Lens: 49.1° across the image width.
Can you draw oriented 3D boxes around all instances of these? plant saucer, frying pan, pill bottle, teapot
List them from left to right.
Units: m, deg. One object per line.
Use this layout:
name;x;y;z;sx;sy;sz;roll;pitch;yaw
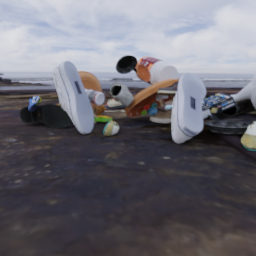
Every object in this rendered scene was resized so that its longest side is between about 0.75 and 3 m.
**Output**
plant saucer;-1.805;-1.384;11.228;1.760;1.760;0.284;-8;17;-37
pill bottle;-1.310;-1.146;10.315;0.814;0.471;0.471;19;20;34
frying pan;0.172;-2.459;10.953;1.487;0.899;0.242;-1;51;-33
plant saucer;0.604;-2.170;11.124;0.760;0.760;0.123;-11;-11;-47
plant saucer;1.106;-1.343;12.316;2.834;0.457;2.834;-27;-10;-5
pill bottle;1.380;-2.746;13.886;1.324;1.324;2.319;-5;23;-25
frying pan;3.392;-0.129;10.641;1.639;0.441;2.709;-4;9;-26
teapot;7.151;-1.525;13.451;2.957;2.996;2.188;-34;-19;-17

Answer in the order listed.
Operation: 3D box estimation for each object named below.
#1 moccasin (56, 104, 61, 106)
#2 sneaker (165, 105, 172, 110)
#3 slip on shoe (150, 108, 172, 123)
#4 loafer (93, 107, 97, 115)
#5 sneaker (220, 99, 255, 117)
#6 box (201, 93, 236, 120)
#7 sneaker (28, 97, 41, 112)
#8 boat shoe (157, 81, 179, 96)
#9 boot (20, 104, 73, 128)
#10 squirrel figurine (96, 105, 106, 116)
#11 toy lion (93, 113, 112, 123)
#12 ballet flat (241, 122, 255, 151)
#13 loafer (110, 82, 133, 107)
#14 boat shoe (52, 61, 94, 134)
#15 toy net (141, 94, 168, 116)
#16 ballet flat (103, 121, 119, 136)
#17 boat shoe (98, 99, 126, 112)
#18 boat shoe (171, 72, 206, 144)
moccasin;-3.623;-0.983;14.546;0.661;0.698;1.807;-1;10;-5
sneaker;2.706;-1.148;16.543;1.096;0.405;0.449;-13;29;-33
slip on shoe;1.960;-0.612;12.591;2.196;0.665;0.835;-4;11;-21
loafer;-1.798;-1.188;12.374;0.871;2.550;0.965;33;62;26
sneaker;6.093;-1.117;14.724;2.921;1.092;1.551;-9;13;10
box;4.136;-1.112;13.869;1.682;0.487;2.116;-24;11;7
sneaker;-3.772;-0.945;11.097;0.350;0.315;0.851;9;41;7
boat shoe;1.930;-1.537;10.843;1.679;0.544;0.604;-3;0;-12
boot;-3.028;-0.646;12.202;2.708;0.937;2.357;7;9;22
squirrel figurine;-1.763;-0.950;14.756;1.135;0.803;1.059;17;4;13
toy lion;-1.225;-0.424;12.679;1.029;0.369;1.073;5;9;-15
ballet flat;3.805;0.167;8.374;0.699;0.699;1.977;6;12;30
loafer;-0.399;-1.557;11.780;0.738;0.740;2.115;37;5;-29
boat shoe;-1.992;-0.997;9.974;0.867;2.653;0.976;-20;-7;31
toy net;1.179;-1.131;12.434;0.831;1.585;0.306;11;42;-24
ballet flat;-0.563;0.023;9.854;0.487;0.487;1.379;0;10;2
boat shoe;-0.746;-1.321;16.305;2.399;0.751;0.854;0;12;9
boat shoe;1.832;-0.733;9.134;1.060;0.942;2.881;32;45;-10
